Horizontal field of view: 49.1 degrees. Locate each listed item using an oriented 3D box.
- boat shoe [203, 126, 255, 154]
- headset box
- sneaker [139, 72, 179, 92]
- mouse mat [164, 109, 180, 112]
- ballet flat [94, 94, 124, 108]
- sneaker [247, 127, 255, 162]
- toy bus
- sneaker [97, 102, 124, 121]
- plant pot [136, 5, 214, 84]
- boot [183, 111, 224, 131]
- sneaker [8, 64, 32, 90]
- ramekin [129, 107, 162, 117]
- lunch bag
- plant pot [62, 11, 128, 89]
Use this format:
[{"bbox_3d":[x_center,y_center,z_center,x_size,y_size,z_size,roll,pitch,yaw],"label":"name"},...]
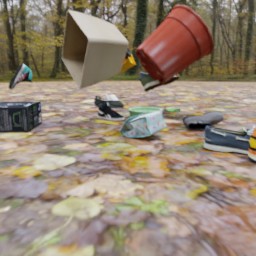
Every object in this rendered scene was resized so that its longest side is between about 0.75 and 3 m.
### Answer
[{"bbox_3d":[3.356,0.311,7.954,2.333,0.721,0.874,5,13,21],"label":"boat shoe"},{"bbox_3d":[-4.691,-0.475,11.029,2.091,0.970,1.821,0,12,-1],"label":"headset box"},{"bbox_3d":[1.544,-2.668,14.269,2.323,1.043,0.779,-23,-12,-30],"label":"sneaker"},{"bbox_3d":[2.463,-1.002,15.718,0.924,0.043,1.148,2,11,8],"label":"mouse mat"},{"bbox_3d":[-1.214,-1.664,17.093,2.170,0.742,0.738,7,12,28],"label":"ballet flat"},{"bbox_3d":[4.095,0.435,6.803,2.141,0.963,0.749,4,13,18],"label":"sneaker"},{"bbox_3d":[-0.480,-3.859,14.241,1.430,2.108,2.024,-25,-10,23],"label":"toy bus"},{"bbox_3d":[-0.831,-0.781,12.782,1.479,0.827,0.540,8,15,34],"label":"sneaker"},{"bbox_3d":[1.959,-3.617,12.814,2.653,2.727,2.727,-41,20,-5],"label":"plant pot"},{"bbox_3d":[3.053,-0.185,10.925,1.705,0.595,1.122,-11,16,-1],"label":"boot"},{"bbox_3d":[-4.479,-2.031,11.875,0.726,1.202,0.503,29,8,-42],"label":"sneaker"},{"bbox_3d":[0.703,-0.440,11.560,1.380,0.674,1.380,0,12,0],"label":"ramekin"},{"bbox_3d":[0.476,-0.075,9.681,1.286,0.784,1.095,-14,4,41],"label":"lunch bag"},{"bbox_3d":[-1.210,-2.966,10.629,1.841,2.077,2.079,-10,50,-29],"label":"plant pot"}]
